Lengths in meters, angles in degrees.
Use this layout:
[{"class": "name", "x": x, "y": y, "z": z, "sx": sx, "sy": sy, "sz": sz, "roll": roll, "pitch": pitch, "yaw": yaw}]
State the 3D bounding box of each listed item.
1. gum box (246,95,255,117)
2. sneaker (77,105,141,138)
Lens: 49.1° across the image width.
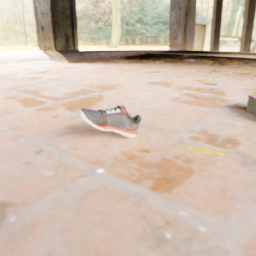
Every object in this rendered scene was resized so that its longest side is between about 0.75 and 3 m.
[{"class": "gum box", "x": 6.458, "y": -0.778, "z": 12.323, "sx": 1.403, "sy": 0.817, "sz": 2.472, "roll": -1, "pitch": 20, "yaw": -2}, {"class": "sneaker", "x": -0.573, "y": -0.428, "z": 9.623, "sx": 2.404, "sy": 0.984, "sz": 0.926, "roll": 16, "pitch": 18, "yaw": -35}]
